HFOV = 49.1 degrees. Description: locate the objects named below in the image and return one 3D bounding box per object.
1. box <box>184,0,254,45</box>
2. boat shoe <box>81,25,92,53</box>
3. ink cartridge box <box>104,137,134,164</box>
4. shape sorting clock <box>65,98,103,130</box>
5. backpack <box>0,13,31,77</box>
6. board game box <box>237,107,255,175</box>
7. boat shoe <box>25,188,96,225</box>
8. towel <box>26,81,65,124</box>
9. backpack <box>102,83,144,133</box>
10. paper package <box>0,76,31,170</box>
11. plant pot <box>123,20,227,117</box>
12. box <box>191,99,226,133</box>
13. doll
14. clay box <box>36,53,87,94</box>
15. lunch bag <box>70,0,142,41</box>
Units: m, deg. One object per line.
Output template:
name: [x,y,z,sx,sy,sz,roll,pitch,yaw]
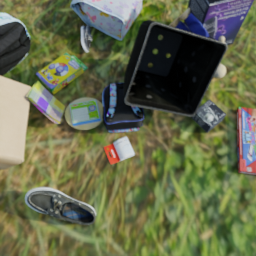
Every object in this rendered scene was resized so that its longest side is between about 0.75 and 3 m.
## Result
box: [3.295,-4.273,10.620,1.866,2.521,1.315,-17,66,-7]
boat shoe: [-1.650,-3.636,11.383,0.394,0.416,1.161,-12,72,20]
ink cartridge box: [-0.310,0.763,9.521,0.866,0.205,0.693,-20,67,-11]
shape sorting clock: [-1.546,-0.517,10.069,1.431,0.281,1.431,0,60,-1]
backpack: [-5.039,-3.008,10.228,2.930,2.391,2.253,-34,56,-21]
board game box: [4.422,0.444,9.662,1.247,0.236,2.422,8,65,3]
boat shoe: [-1.926,2.298,8.177,2.159,0.611,0.741,21,80,-13]
towel: [-2.776,-0.867,9.663,0.161,1.418,1.019,-28,31,28]
backpack: [-0.214,-0.741,9.754,1.441,1.062,1.578,-7,66,-3]
paper package: [-4.693,-0.309,8.496,2.958,1.530,2.820,19,56,-40]
plant pot: [1.157,-2.139,9.151,2.503,2.497,2.220,9,30,-20]
box: [2.840,-0.416,9.920,0.825,0.511,0.811,-37,72,-16]
doll: [2.702,-2.991,10.458,2.780,1.897,0.674,47,58,-11]
clay box: [-2.526,-2.184,10.798,1.743,0.415,1.002,-42,70,-17]
lunch bag: [-0.831,-5.164,11.616,2.459,1.563,2.085,27,69,1]
